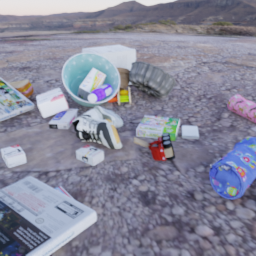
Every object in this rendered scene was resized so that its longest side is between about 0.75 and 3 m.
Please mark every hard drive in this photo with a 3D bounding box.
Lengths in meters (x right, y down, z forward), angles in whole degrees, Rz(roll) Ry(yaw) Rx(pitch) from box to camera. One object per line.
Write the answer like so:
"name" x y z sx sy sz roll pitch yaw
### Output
"hard drive" 2.503 0.169 11.350 0.640 0.130 0.971 3 26 9

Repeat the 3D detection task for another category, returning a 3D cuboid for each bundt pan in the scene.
"bundt pan" 1.162 -2.434 14.947 2.664 1.000 2.664 26 -6 3

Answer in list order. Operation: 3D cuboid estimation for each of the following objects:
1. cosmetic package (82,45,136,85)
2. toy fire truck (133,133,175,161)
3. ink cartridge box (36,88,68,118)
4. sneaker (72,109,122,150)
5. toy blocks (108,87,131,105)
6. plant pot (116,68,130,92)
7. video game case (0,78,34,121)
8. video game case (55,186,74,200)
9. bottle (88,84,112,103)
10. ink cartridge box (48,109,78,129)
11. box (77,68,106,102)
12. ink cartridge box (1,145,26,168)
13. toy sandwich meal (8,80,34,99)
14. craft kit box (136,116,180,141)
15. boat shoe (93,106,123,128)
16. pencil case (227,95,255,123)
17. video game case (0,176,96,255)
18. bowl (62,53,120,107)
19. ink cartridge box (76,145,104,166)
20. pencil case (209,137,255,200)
"cosmetic package" -1.187 -3.877 17.713 2.693 2.240 2.253 -14 28 -26
"toy fire truck" 0.883 0.655 9.702 1.276 0.821 1.123 -15 19 9
"ink cartridge box" -3.621 -1.220 13.281 1.247 0.726 1.713 -22 28 -11
"sneaker" -1.241 0.230 10.438 1.272 1.098 2.902 -24 26 -17
"toy blocks" -0.746 -1.641 14.757 1.741 0.632 1.451 -5 29 2
"plant pot" -0.779 -2.517 15.757 2.085 0.962 2.085 -6 -14 -2
"video game case" -6.298 -1.362 12.832 2.880 0.317 2.626 36 37 16
"video game case" -2.194 2.142 6.994 1.789 0.156 1.279 -19 30 -36
"bottle" -1.329 -1.594 13.097 0.701 0.548 1.679 -15 15 25
"ink cartridge box" -2.823 -0.429 12.469 0.826 0.323 1.743 1 27 7
"box" -1.841 -2.136 14.097 0.763 0.846 1.505 29 56 -3
"ink cartridge box" -3.845 0.940 9.402 0.604 0.351 0.838 -16 29 -31
"toy sandwich meal" -6.538 -1.910 14.927 2.817 0.965 2.817 0 24 0
"craft kit box" 1.260 -0.022 11.551 1.577 0.382 1.557 6 28 14
"boat shoe" -0.900 -0.415 12.145 0.718 0.703 2.015 6 16 -34
"pencil case" 5.513 -0.814 12.664 0.924 0.884 2.136 -35 31 -4
"video game case" -2.555 2.118 6.276 2.785 0.325 2.532 14 27 39
"bowl" -1.932 -2.184 14.079 2.817 2.817 1.473 -9 -18 -20
"ink cartridge box" -1.284 0.921 9.479 0.779 0.323 0.568 17 29 32
"pencil case" 3.288 1.084 8.255 1.112 0.999 2.561 42 41 22
